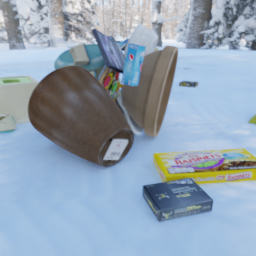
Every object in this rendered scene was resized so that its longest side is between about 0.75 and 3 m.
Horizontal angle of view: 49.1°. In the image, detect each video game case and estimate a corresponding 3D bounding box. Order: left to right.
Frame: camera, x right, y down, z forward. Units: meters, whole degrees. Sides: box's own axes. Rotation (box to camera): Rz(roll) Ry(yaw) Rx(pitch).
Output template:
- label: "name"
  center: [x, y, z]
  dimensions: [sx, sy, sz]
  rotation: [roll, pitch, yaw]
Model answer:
- label: "video game case"
  center: [-0.452, -2.245, 8.568]
  dimensions: [0.160, 1.202, 1.682]
  rotation: [-26, -9, 21]

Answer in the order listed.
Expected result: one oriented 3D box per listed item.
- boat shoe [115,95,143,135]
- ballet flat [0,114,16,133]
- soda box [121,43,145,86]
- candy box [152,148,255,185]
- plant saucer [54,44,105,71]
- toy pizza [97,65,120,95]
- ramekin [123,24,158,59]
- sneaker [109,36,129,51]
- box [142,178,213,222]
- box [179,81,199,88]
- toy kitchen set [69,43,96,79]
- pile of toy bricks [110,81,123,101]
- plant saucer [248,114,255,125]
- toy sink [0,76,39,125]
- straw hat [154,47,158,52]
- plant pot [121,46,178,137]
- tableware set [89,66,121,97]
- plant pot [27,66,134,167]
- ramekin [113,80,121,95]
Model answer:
- label: "boat shoe"
  center: [-0.025, -0.378, 9.597]
  dimensions: [0.588, 0.485, 1.715]
  rotation: [14, 40, -44]
- label: "ballet flat"
  center: [-4.797, -0.128, 9.154]
  dimensions: [2.107, 0.732, 0.732]
  rotation: [-8, 21, -21]
- label: "soda box"
  center: [0.121, -1.470, 6.558]
  dimensions: [0.299, 0.932, 0.316]
  rotation: [24, 21, 32]
- label: "candy box"
  center: [1.943, 0.910, 6.783]
  dimensions: [2.498, 0.330, 1.277]
  rotation: [-3, 17, -7]
- label: "plant saucer"
  center: [-1.514, -2.422, 9.491]
  dimensions: [2.098, 0.288, 2.098]
  rotation: [-7, 34, 5]
- label: "toy pizza"
  center: [-0.643, -1.518, 9.449]
  dimensions: [0.287, 1.812, 1.812]
  rotation: [27, 25, 9]
- label: "ramekin"
  center: [0.460, -2.815, 10.016]
  dimensions: [0.807, 1.538, 1.538]
  rotation: [25, 23, 5]
- label: "sneaker"
  center: [-0.599, -3.248, 10.911]
  dimensions: [1.554, 0.699, 0.609]
  rotation: [-5, 14, 36]
- label: "box"
  center: [0.946, 1.381, 5.516]
  dimensions: [1.124, 0.287, 0.887]
  rotation: [-6, 22, -16]
- label: "box"
  center: [3.651, -2.638, 16.840]
  dimensions: [0.995, 0.245, 0.794]
  rotation: [10, 20, 25]
- label: "toy kitchen set"
  center: [-1.428, -1.838, 9.094]
  dimensions: [0.906, 1.232, 1.538]
  rotation: [-17, -5, -27]
- label: "pile of toy bricks"
  center: [-0.647, -1.146, 10.479]
  dimensions: [0.699, 1.416, 0.786]
  rotation: [18, -2, -20]
- label: "plant saucer"
  center: [5.671, -0.428, 10.343]
  dimensions: [1.860, 0.445, 1.857]
  rotation: [16, 25, 36]
- label: "toy sink"
  center: [-4.830, -1.065, 10.409]
  dimensions: [2.838, 1.590, 1.850]
  rotation: [-10, 22, -26]
- label: "straw hat"
  center: [0.961, -2.919, 11.349]
  dimensions: [0.685, 1.618, 1.618]
  rotation: [-19, 11, 25]
- label: "plant pot"
  center: [0.613, -1.217, 8.766]
  dimensions: [1.309, 2.835, 2.835]
  rotation: [15, 22, 10]
- label: "tableware set"
  center: [-1.052, -1.628, 10.814]
  dimensions: [1.619, 2.449, 0.491]
  rotation: [-12, 13, -42]
- label: "plant pot"
  center: [-1.043, -0.110, 7.422]
  dimensions: [2.258, 2.258, 2.415]
  rotation: [-18, 44, -40]
- label: "ramekin"
  center: [-0.822, -1.680, 11.593]
  dimensions: [0.546, 1.041, 1.041]
  rotation: [32, 6, -26]
